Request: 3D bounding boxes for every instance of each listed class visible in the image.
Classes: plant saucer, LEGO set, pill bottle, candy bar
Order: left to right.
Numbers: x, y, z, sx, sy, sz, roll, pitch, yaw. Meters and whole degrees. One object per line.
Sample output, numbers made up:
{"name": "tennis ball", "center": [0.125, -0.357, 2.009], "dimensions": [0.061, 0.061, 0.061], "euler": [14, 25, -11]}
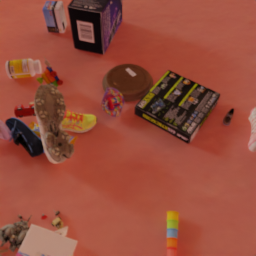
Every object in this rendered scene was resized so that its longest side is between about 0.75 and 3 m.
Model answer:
{"name": "pill bottle", "center": [-4.412, -2.527, 11.897], "dimensions": [1.331, 0.748, 0.748], "euler": [-7, 54, -7]}
{"name": "LEGO set", "center": [-2.891, 2.918, 7.983], "dimensions": [2.022, 0.573, 1.313], "euler": [-32, 59, -21]}
{"name": "candy bar", "center": [-2.772, 0.233, 10.178], "dimensions": [2.009, 0.223, 0.501], "euler": [17, 51, 13]}
{"name": "plant saucer", "center": [-0.020, -1.990, 11.778], "dimensions": [2.168, 0.319, 2.168], "euler": [0, 53, 0]}

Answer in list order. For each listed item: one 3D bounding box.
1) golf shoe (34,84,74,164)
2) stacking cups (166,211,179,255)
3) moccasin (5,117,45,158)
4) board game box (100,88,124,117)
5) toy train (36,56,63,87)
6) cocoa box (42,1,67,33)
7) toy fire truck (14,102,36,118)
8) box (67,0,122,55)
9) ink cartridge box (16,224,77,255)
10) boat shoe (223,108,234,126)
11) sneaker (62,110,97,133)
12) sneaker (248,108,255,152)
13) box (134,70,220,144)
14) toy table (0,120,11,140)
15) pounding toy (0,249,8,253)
{"name": "golf shoe", "center": [-2.666, -0.097, 9.386], "dimensions": [1.069, 1.327, 2.730], "euler": [-3, 72, -33]}
{"name": "stacking cups", "center": [1.283, 3.070, 8.049], "dimensions": [0.383, 0.383, 1.265], "euler": [4, 58, 3]}
{"name": "moccasin", "center": [-3.723, 0.291, 9.769], "dimensions": [1.949, 0.784, 0.665], "euler": [32, 49, 23]}
{"name": "board game box", "center": [-0.515, -1.006, 10.696], "dimensions": [0.929, 0.229, 1.176], "euler": [32, 61, -27]}
{"name": "toy train", "center": [-3.231, -2.039, 10.882], "dimensions": [0.822, 1.421, 0.601], "euler": [-40, 52, -8]}
{"name": "cocoa box", "center": [-3.576, -5.415, 13.707], "dimensions": [0.825, 1.257, 0.838], "euler": [3, 52, 3]}
{"name": "toy fire truck", "center": [-3.400, -0.789, 10.310], "dimensions": [1.449, 0.353, 1.022], "euler": [-8, 27, -13]}
{"name": "box", "center": [-1.400, -5.276, 13.011], "dimensions": [1.559, 2.211, 2.988], "euler": [14, 56, 9]}
{"name": "ink cartridge box", "center": [-2.158, 3.457, 6.993], "dimensions": [1.247, 1.280, 1.992], "euler": [21, 54, -3]}
{"name": "boat shoe", "center": [3.822, -0.443, 10.637], "dimensions": [0.293, 0.294, 0.811], "euler": [22, 57, 15]}
{"name": "sneaker", "center": [-2.050, -0.302, 10.183], "dimensions": [1.823, 0.823, 0.713], "euler": [-4, 53, -1]}
{"name": "sneaker", "center": [4.636, -0.038, 10.015], "dimensions": [2.155, 0.811, 1.127], "euler": [-33, 64, -29]}
{"name": "box", "center": [1.910, -0.916, 10.820], "dimensions": [2.417, 0.595, 2.503], "euler": [28, 59, 21]}
{"name": "toy table", "center": [-4.831, 0.122, 9.797], "dimensions": [1.276, 1.173, 0.747], "euler": [25, 41, 17]}
{"name": "pounding toy", "center": [-3.695, 3.768, 7.389], "dimensions": [0.862, 0.518, 1.117], "euler": [-7, 54, -5]}
